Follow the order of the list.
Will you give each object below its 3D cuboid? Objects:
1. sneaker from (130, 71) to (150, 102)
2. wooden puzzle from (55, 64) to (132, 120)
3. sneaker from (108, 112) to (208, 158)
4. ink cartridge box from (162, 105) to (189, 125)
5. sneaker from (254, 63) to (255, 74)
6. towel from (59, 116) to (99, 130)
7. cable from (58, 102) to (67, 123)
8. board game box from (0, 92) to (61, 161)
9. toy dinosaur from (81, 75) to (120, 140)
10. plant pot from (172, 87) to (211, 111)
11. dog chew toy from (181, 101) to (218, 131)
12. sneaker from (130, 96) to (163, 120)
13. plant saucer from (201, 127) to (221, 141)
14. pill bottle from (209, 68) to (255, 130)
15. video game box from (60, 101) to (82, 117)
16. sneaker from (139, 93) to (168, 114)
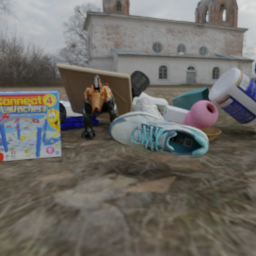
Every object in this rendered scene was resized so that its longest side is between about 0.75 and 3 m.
[{"bbox_3d":[-0.194,-1.147,11.570,1.062,2.798,1.270,36,50,2],"label":"sneaker"},{"bbox_3d":[-1.099,-1.253,10.468,2.665,0.536,2.881,12,-31,14],"label":"wooden puzzle"},{"bbox_3d":[0.596,0.135,5.456,2.024,0.786,0.874,8,5,4],"label":"sneaker"},{"bbox_3d":[1.892,-0.389,10.493,1.041,0.610,1.441,13,11,-1],"label":"ink cartridge box"},{"bbox_3d":[4.394,-0.787,7.795,2.880,1.180,1.054,35,3,-24],"label":"sneaker"},{"bbox_3d":[-2.134,-0.263,10.812,1.711,0.424,1.264,-8,14,-37],"label":"towel"},{"bbox_3d":[-2.569,-0.575,8.674,1.316,0.410,1.614,27,21,0],"label":"cable"},{"bbox_3d":[-2.402,-0.063,6.560,1.578,1.545,0.441,-4,11,-16],"label":"board game box"},{"bbox_3d":[-0.955,-0.674,8.584,1.417,1.883,2.774,-3,10,20],"label":"toy dinosaur"},{"bbox_3d":[3.147,-1.241,14.006,1.660,1.173,1.172,-6,15,34],"label":"plant pot"},{"bbox_3d":[2.155,-0.257,8.738,0.835,0.835,1.341,-6,-25,-31],"label":"dog chew toy"},{"bbox_3d":[0.616,-0.370,9.105,0.876,1.165,2.339,-3,19,-26],"label":"sneaker"},{"bbox_3d":[2.163,0.189,8.772,1.419,0.251,1.419,0,11,0],"label":"plant saucer"},{"bbox_3d":[3.947,-0.836,9.369,2.193,1.313,1.313,36,6,-9],"label":"pill bottle"},{"bbox_3d":[-2.496,-1.021,14.542,2.634,0.617,2.400,-1,13,-3],"label":"video game box"},{"bbox_3d":[0.467,-1.356,13.075,2.886,1.434,1.124,4,-30,18],"label":"sneaker"}]
